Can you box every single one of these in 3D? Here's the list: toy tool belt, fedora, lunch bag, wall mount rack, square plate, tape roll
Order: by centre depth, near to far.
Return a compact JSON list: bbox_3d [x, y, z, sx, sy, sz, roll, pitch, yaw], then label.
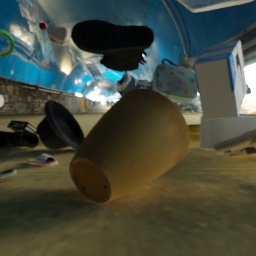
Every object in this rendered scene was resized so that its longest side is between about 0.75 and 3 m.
[{"bbox_3d":[1.419,-2.721,5.485,1.562,0.224,1.577,-19,54,-21],"label":"square plate"},{"bbox_3d":[-3.981,-2.617,8.663,0.846,0.846,0.203,-2,42,-23],"label":"tape roll"},{"bbox_3d":[-2.559,-3.309,9.837,1.076,0.672,0.661,24,4,-5],"label":"toy tool belt"},{"bbox_3d":[-2.600,0.118,10.341,1.078,2.360,2.360,-31,1,8],"label":"fedora"},{"bbox_3d":[1.702,-1.592,10.451,1.722,1.381,0.664,8,-20,-10],"label":"lunch bag"},{"bbox_3d":[-1.532,-2.529,11.682,1.187,1.366,0.509,-14,-30,-36],"label":"wall mount rack"}]

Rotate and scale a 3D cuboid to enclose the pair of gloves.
[{"bbox_3d":[3.812,0.274,7.669,2.544,0.525,2.992,-19,-18,28],"label":"pair of gloves"}]

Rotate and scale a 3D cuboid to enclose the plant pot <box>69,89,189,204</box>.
[{"bbox_3d":[-0.090,0.454,5.433,1.897,1.897,2.035,4,27,36],"label":"plant pot"}]

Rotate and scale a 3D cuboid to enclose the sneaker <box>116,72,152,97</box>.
[{"bbox_3d":[0.399,-1.947,12.104,1.868,1.368,0.753,-24,38,1],"label":"sneaker"}]

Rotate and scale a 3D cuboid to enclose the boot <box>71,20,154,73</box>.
[{"bbox_3d":[-0.556,-2.554,9.207,2.662,0.985,2.182,-3,-7,-14],"label":"boot"}]

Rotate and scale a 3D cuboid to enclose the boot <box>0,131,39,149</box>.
[{"bbox_3d":[-4.512,0.452,10.559,1.441,0.725,1.928,4,6,35],"label":"boot"}]

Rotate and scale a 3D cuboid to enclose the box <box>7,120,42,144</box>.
[{"bbox_3d":[-4.203,0.188,11.830,1.589,0.392,1.269,4,-28,45],"label":"box"}]

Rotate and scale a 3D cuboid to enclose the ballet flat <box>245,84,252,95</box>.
[{"bbox_3d":[4.902,-1.661,11.864,0.490,0.530,1.570,10,26,9],"label":"ballet flat"}]

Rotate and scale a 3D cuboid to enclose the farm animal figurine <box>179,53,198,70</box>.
[{"bbox_3d":[2.849,-2.369,11.994,1.421,0.885,1.760,36,-5,35],"label":"farm animal figurine"}]

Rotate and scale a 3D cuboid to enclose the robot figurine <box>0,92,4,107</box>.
[{"bbox_3d":[-4.081,-0.833,8.355,0.757,0.569,0.472,12,18,23],"label":"robot figurine"}]

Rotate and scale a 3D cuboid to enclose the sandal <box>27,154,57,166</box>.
[{"bbox_3d":[-2.517,0.896,8.070,1.023,0.293,0.392,2,6,24],"label":"sandal"}]

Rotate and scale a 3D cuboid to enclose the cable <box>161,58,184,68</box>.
[{"bbox_3d":[2.286,-2.870,13.103,1.569,0.762,0.395,34,-16,-26],"label":"cable"}]

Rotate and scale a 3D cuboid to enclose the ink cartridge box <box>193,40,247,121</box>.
[{"bbox_3d":[2.972,-1.545,8.757,1.036,1.795,2.474,-5,23,31],"label":"ink cartridge box"}]

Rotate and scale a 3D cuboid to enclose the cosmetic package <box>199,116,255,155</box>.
[{"bbox_3d":[3.952,0.203,10.148,2.593,1.318,0.960,5,7,41],"label":"cosmetic package"}]

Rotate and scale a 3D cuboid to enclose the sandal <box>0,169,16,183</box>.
[{"bbox_3d":[-3.181,1.001,5.988,0.631,0.454,1.590,3,6,34],"label":"sandal"}]

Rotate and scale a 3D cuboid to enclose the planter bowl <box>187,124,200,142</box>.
[{"bbox_3d":[3.246,0.252,12.838,1.710,0.712,1.710,-2,5,0],"label":"planter bowl"}]
